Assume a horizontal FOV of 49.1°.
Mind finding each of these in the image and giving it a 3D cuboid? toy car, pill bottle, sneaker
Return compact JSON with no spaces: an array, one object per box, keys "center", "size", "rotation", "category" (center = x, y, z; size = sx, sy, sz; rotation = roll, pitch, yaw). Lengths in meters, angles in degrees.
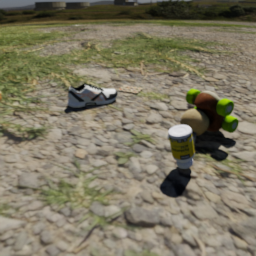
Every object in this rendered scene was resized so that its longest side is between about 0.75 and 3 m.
[{"center":[2.883,-0.134,11.612],"size":[2.480,1.957,2.037],"rotation":[-44,39,-14],"category":"toy car"},{"center":[1.836,0.669,9.489],"size":[0.776,1.394,0.776],"rotation":[-12,28,7],"category":"pill bottle"},{"center":[-1.835,-1.814,14.806],"size":[2.788,1.115,1.028],"rotation":[-12,29,-24],"category":"sneaker"}]

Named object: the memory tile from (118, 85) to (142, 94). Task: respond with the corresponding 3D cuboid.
[{"center":[0.128,-2.298,16.749],"size":[1.313,0.110,1.006],"rotation":[13,30,24],"category":"memory tile"}]
